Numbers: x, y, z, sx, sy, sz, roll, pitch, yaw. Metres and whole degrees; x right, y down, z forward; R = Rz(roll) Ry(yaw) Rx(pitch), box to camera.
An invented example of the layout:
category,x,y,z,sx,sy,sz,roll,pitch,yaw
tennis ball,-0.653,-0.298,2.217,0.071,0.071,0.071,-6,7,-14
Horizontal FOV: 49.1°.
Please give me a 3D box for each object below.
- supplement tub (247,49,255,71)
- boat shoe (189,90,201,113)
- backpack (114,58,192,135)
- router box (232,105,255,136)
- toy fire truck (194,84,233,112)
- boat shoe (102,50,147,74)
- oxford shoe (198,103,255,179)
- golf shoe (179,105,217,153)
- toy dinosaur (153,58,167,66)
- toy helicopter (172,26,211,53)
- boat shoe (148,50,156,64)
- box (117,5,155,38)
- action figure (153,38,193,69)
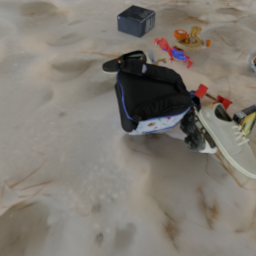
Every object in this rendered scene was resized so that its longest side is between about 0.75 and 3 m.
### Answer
category,x,y,z,sx,sy,sz,roll,pitch,yaw
supplement tub,6.279,-2.911,12.886,0.938,0.938,1.530,-10,47,-9
boat shoe,2.820,-1.157,11.537,0.555,0.453,1.318,-5,46,-4
backpack,0.873,-0.958,10.147,2.543,2.056,2.669,-7,67,-10
router box,4.088,-0.132,9.996,0.994,1.264,0.330,-23,50,-20
toy fire truck,3.254,-1.111,10.651,1.342,0.464,1.904,33,13,13
boat shoe,-0.214,-2.870,12.061,2.042,0.640,0.747,-8,62,15
oxford shoe,3.497,0.358,9.296,1.103,0.847,2.934,-17,67,-46
golf shoe,2.568,0.096,10.208,1.104,0.908,2.336,21,39,-15
toy dinosaur,1.055,-2.632,12.650,1.409,0.811,2.787,-26,48,-27
toy helicopter,3.449,-4.675,14.536,1.848,1.102,2.794,16,43,15
boat shoe,1.164,-3.310,13.345,0.311,0.843,0.288,-24,16,14
box,0.462,-6.037,15.836,1.596,0.989,1.569,27,52,23
action figure,2.016,-3.479,12.880,2.338,0.604,0.765,25,41,-37
